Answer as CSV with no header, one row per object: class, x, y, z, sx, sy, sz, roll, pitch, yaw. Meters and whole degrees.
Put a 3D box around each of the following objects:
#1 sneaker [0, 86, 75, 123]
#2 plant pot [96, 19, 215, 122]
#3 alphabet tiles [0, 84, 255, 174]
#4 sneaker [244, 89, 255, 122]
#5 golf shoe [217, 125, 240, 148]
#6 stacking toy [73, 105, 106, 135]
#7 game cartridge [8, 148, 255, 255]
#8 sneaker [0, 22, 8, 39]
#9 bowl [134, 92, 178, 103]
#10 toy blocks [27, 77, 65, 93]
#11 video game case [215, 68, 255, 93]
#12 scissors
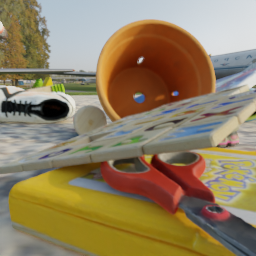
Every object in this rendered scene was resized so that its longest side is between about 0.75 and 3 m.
sneaker,-2.973,-0.658,8.052,2.913,1.074,1.165,-2,11,-13
plant pot,0.417,-0.822,6.027,2.346,2.346,1.642,-2,-9,-12
alphabet tiles,0.370,-0.110,3.392,2.451,0.111,2.932,-12,8,38
sneaker,3.269,-0.895,9.203,2.983,1.187,1.948,7,10,42
golf shoe,1.130,-0.067,4.685,1.965,0.905,0.713,-8,12,-36
stacking toy,-0.983,-0.136,6.368,0.681,0.681,1.594,-3,2,-17
game cartridge,0.679,0.518,2.385,2.443,0.396,2.153,2,9,30
sneaker,-4.126,-3.083,8.278,1.493,0.575,0.611,45,-4,17
bowl,1.250,-1.141,10.504,2.573,0.505,2.573,-19,0,0
toy blocks,-4.073,-1.137,11.141,2.739,1.369,1.872,1,17,42
video game case,2.547,-1.061,8.405,2.696,0.310,2.457,-31,11,-36
scissors,0.297,0.441,1.478,0.869,0.165,2.375,0,10,-6
